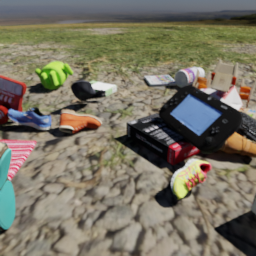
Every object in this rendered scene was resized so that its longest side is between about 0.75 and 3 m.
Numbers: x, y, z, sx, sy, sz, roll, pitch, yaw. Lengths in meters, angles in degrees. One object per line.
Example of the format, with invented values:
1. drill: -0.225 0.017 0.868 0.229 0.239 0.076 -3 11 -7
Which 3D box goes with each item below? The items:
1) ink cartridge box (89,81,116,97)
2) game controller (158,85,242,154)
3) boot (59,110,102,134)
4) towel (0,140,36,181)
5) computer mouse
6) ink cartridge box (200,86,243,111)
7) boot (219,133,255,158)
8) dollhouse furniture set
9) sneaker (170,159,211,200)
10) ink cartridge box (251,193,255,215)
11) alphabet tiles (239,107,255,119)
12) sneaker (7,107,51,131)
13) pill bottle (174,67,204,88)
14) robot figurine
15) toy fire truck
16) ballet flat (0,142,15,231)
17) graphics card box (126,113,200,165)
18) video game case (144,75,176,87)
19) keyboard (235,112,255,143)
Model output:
1. ink cartridge box: -1.475 -2.008 14.295 1.471 0.353 1.070 13 29 25
2. game controller: 2.081 -0.372 8.568 0.619 1.533 2.940 34 8 -35
3. boot: -1.748 -0.089 10.227 1.565 0.587 0.839 10 57 -13
4. towel: -3.971 0.962 8.293 1.773 0.276 2.452 2 26 2
5. computer mouse: -1.819 -1.489 12.207 1.376 0.524 1.987 -13 -13 10
6. ink cartridge box: 2.493 -0.645 9.908 1.449 0.840 2.488 -45 26 -25
7. boot: 3.511 0.337 9.132 1.453 0.718 1.871 17 21 19
8. dollhouse furniture set: 3.279 -1.378 9.813 2.070 1.066 2.048 17 -12 21
9. sneaker: 1.584 1.237 6.959 0.644 0.557 1.426 -5 29 47
10. ink cartridge box: 4.081 1.558 5.855 2.280 0.967 1.661 -19 39 -20
11. alphabet tiles: 3.797 -0.594 11.572 2.579 0.097 2.156 17 34 30
12. sneaker: -3.613 -0.466 10.358 1.683 0.750 0.661 13 16 2
13. pill bottle: 3.395 -2.802 15.269 1.663 0.926 0.926 -21 33 -37
14. robot figurine: -3.924 -2.807 14.920 1.874 1.235 2.136 -11 24 11
15. toy fire truck: -4.966 -1.232 10.761 2.039 1.713 1.143 21 21 5
16. ballet flat: -2.719 1.111 5.459 0.893 2.373 0.805 15 39 0
17. graphics card box: 1.201 0.274 9.313 1.497 0.607 2.385 -19 33 -33
18. video game case: 1.794 -2.675 15.872 1.469 0.185 1.612 -4 25 -8
19. keyboard: 4.286 -0.017 9.813 1.461 0.556 2.807 -11 30 -11
